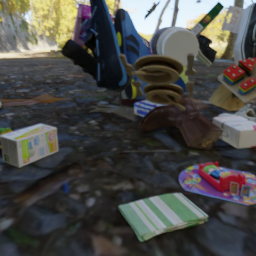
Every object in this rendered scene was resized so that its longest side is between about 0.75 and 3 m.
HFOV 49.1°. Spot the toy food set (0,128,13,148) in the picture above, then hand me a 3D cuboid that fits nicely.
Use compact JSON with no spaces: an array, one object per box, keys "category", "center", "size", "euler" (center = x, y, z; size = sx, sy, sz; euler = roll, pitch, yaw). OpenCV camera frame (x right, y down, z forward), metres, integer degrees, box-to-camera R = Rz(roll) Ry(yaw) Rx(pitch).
[{"category":"toy food set","center":[-4.430,0.247,8.864],"size":[2.177,0.711,1.281],"euler":[5,18,16]}]

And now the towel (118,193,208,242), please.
[{"category":"towel","center":[0.656,1.654,5.404],"size":[1.410,0.165,1.075],"euler":[-9,19,-22]}]

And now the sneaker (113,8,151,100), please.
[{"category":"sneaker","center":[0.274,-2.405,9.173],"size":[1.151,2.936,0.968],"euler":[-14,7,-16]}]

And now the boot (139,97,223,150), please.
[{"category":"boot","center":[1.679,0.078,9.423],"size":[2.255,0.777,2.420],"euler":[-29,40,4]}]

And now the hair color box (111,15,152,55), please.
[{"category":"hair color box","center":[0.065,-3.420,11.028],"size":[2.128,0.652,1.080],"euler":[26,33,-28]}]

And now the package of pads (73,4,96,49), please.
[{"category":"package of pads","center":[-1.474,-3.734,10.501],"size":[1.061,0.666,1.761],"euler":[7,-20,-15]}]

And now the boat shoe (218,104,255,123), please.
[{"category":"boat shoe","center":[4.481,-0.447,10.589],"size":[0.852,0.983,2.305],"euler":[-13,22,-34]}]

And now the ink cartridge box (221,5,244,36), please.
[{"category":"ink cartridge box","center":[3.884,-3.577,9.584],"size":[1.200,0.966,0.301],"euler":[19,-6,13]}]

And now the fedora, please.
[{"category":"fedora","center":[-0.721,-3.892,12.328],"size":[1.045,2.288,2.288],"euler":[11,21,28]}]

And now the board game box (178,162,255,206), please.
[{"category":"board game box","center":[2.239,1.123,6.667],"size":[2.005,0.390,1.584],"euler":[9,20,26]}]

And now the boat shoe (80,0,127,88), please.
[{"category":"boat shoe","center":[-0.736,-2.253,7.019],"size":[0.883,2.571,1.082],"euler":[-15,-16,4]}]

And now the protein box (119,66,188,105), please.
[{"category":"protein box","center":[1.290,-2.402,14.401],"size":[2.702,1.823,2.682],"euler":[-1,17,36]}]

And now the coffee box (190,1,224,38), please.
[{"category":"coffee box","center":[2.770,-3.817,10.271],"size":[0.338,1.536,0.945],"euler":[44,2,1]}]

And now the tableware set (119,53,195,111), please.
[{"category":"tableware set","center":[0.745,-0.921,6.337],"size":[1.493,0.453,2.259],"euler":[3,-15,14]}]

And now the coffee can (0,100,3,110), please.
[{"category":"coffee can","center":[-6.287,-0.994,12.972],"size":[0.581,0.581,0.793],"euler":[5,19,15]}]

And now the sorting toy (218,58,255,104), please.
[{"category":"sorting toy","center":[2.962,-1.272,6.866],"size":[1.043,0.365,1.050],"euler":[-30,54,-6]}]

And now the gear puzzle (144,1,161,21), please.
[{"category":"gear puzzle","center":[0.981,-4.720,10.997],"size":[1.167,0.153,0.604],"euler":[-52,3,-31]}]

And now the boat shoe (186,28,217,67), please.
[{"category":"boat shoe","center":[3.031,-3.575,11.974],"size":[2.844,0.885,1.061],"euler":[22,20,-49]}]

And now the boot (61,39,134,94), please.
[{"category":"boot","center":[-0.890,-1.743,7.655],"size":[0.617,1.880,1.550],"euler":[-55,22,-15]}]

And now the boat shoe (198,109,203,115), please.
[{"category":"boat shoe","center":[1.882,-0.383,10.806],"size":[2.136,0.789,0.730],"euler":[-5,35,-20]}]

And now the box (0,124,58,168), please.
[{"category":"box","center":[-2.793,0.461,8.057],"size":[0.723,0.803,1.427],"euler":[12,20,31]}]

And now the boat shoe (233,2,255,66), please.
[{"category":"boat shoe","center":[3.825,-2.575,8.110],"size":[1.060,2.942,1.043],"euler":[18,-19,-27]}]

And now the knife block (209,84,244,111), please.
[{"category":"knife block","center":[4.990,-2.011,13.494],"size":[0.802,2.199,2.505],"euler":[-4,18,-16]}]

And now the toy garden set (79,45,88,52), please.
[{"category":"toy garden set","center":[-1.538,-3.190,12.842],"size":[0.392,1.963,1.636],"euler":[-8,14,34]}]

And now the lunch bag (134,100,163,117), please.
[{"category":"lunch bag","center":[1.167,-0.801,12.266],"size":[1.436,0.677,1.792],"euler":[-15,22,-35]}]

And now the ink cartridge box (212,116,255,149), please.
[{"category":"ink cartridge box","center":[3.707,0.106,9.436],"size":[1.114,0.629,1.521],"euler":[-5,18,-15]}]

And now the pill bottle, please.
[{"category":"pill bottle","center":[1.373,-2.486,8.563],"size":[1.171,1.171,2.059],"euler":[-1,19,-4]}]
